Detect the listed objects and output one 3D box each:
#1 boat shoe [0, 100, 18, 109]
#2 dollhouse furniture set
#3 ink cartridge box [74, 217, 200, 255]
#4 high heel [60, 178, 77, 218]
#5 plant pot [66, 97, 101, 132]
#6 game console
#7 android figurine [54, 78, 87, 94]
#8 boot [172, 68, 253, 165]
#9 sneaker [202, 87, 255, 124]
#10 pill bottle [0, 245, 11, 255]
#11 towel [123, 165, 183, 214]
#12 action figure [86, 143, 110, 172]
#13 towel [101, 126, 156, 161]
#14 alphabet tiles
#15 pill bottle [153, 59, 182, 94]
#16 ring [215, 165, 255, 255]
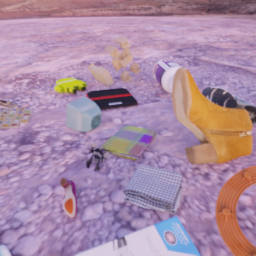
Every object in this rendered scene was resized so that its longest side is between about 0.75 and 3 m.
[{"bbox_3d":[-5.214,-1.027,12.123,0.922,0.275,0.331,9,29,17],"label":"boat shoe"},{"bbox_3d":[-0.790,-3.415,15.011,2.225,2.044,1.448,-44,44,-13],"label":"dollhouse furniture set"},{"bbox_3d":[-0.038,2.524,4.210,2.499,0.848,1.450,-12,48,-23],"label":"ink cartridge box"},{"bbox_3d":[-1.347,1.731,6.854,0.374,0.533,1.108,-29,50,9],"label":"high heel"},{"bbox_3d":[-1.546,-0.401,10.243,1.016,0.995,0.997,27,37,26],"label":"plant pot"},{"bbox_3d":[-0.784,-1.286,12.674,2.078,0.322,1.838,-9,33,-16],"label":"game console"},{"bbox_3d":[-2.947,-2.144,14.200,1.606,0.362,1.765,-24,36,-37],"label":"android figurine"},{"bbox_3d":[2.584,-0.436,8.417,2.141,2.990,1.052,-11,0,-16],"label":"boot"},{"bbox_3d":[3.783,-0.890,10.709,2.460,0.955,1.062,25,19,-15],"label":"sneaker"},{"bbox_3d":[-2.540,2.532,5.033,0.828,0.459,0.459,-25,36,-37],"label":"pill bottle"},{"bbox_3d":[0.661,1.484,6.929,1.307,0.559,1.082,11,31,19],"label":"towel"},{"bbox_3d":[-0.878,0.793,8.213,0.658,0.565,1.106,31,25,-10],"label":"action figure"},{"bbox_3d":[0.056,0.450,9.347,1.348,0.214,1.878,11,28,21],"label":"towel"},{"bbox_3d":[-4.699,-0.415,11.173,1.536,0.058,1.846,-3,28,-7],"label":"alphabet tiles"},{"bbox_3d":[2.154,-2.472,13.762,1.340,1.340,2.404,-5,28,-10],"label":"pill bottle"},{"bbox_3d":[2.711,1.590,5.084,2.167,0.208,2.167,-9,52,12],"label":"ring"}]
